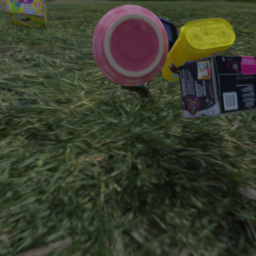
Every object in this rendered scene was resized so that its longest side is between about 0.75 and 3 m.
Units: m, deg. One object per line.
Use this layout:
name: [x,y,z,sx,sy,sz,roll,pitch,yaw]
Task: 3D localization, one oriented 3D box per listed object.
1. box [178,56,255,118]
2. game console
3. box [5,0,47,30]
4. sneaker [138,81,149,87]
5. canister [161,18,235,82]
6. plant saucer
box: [2.232,-0.924,6.508,1.900,1.255,1.090,-8,3,-34]
game console: [0.568,-2.672,8.688,1.852,1.581,1.096,30,25,21]
box: [-3.523,-4.074,9.811,1.212,0.739,1.168,3,-3,-11]
sneaker: [0.116,-2.407,13.524,0.968,0.951,2.512,-24,28,-24]
canister: [1.823,-2.075,7.801,1.406,1.894,0.820,-14,77,-17]
plant saucer: [0.111,-2.087,7.192,2.041,2.041,0.517,-7,14,-11]
